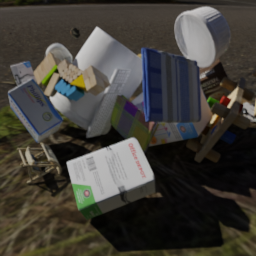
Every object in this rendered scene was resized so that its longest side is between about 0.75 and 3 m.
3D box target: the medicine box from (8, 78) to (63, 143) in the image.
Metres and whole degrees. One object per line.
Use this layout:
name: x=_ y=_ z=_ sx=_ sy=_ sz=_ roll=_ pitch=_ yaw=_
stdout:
medicine box: x=-2.780 y=-0.447 z=8.402 sx=0.829 sy=1.467 sz=1.610 roll=-37 pitch=2 yaw=-22

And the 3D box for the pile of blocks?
pile of blocks: x=-1.539 y=-1.197 z=7.769 sx=2.872 sy=1.179 sz=0.892 roll=26 pitch=-1 yaw=42

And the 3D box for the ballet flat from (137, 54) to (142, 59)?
ballet flat: x=0.338 y=-2.173 z=10.615 sx=0.444 sy=1.293 sz=0.408 roll=0 pitch=51 yaw=-11

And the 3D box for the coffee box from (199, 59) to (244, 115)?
coffee box: x=2.962 y=-1.130 z=9.440 sx=1.132 sy=1.979 sz=0.789 roll=-25 pitch=35 yaw=22

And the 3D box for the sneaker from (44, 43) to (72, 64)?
sneaker: x=-2.523 y=-2.340 z=9.618 sx=0.963 sy=1.024 sz=2.500 roll=-25 pitch=-8 yaw=-13

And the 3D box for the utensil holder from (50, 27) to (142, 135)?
utensil holder: x=-0.869 y=-1.520 z=9.209 sx=2.290 sy=2.695 sz=2.290 roll=35 pitch=13 yaw=-9

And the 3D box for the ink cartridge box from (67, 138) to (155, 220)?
ink cartridge box: x=-0.379 y=1.152 z=6.482 sx=1.739 sy=0.731 sz=1.269 roll=-20 pitch=53 yaw=-5

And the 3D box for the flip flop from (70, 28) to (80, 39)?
flip flop: x=-2.095 y=-3.697 z=10.921 sx=0.280 sy=0.394 sz=0.972 roll=-4 pitch=21 yaw=3

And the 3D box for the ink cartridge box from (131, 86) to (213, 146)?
ink cartridge box: x=1.090 y=-0.445 z=8.594 sx=2.292 sy=1.473 sz=1.435 roll=-16 pitch=18 yaw=41

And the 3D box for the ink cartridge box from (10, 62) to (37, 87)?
ink cartridge box: x=-3.641 y=-1.752 z=9.897 sx=0.356 sy=1.048 sz=0.608 roll=-1 pitch=23 yaw=34

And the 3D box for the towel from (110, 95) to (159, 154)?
towel: x=0.123 y=-0.113 z=8.050 sx=0.181 sy=1.144 sz=1.593 roll=-17 pitch=47 yaw=-44

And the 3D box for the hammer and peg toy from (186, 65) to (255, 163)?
hammer and peg toy: x=2.799 y=-0.511 z=7.905 sx=1.040 sy=2.950 sz=2.170 roll=29 pitch=45 yaw=6

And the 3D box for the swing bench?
swing bench: x=-2.470 y=0.923 z=7.818 sx=0.965 sy=0.626 sz=0.960 roll=-15 pitch=33 yaw=-25

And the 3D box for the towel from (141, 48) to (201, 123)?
towel: x=1.080 y=-0.923 z=6.591 sx=0.266 sy=1.639 sz=2.232 roll=-4 pitch=-1 yaw=43

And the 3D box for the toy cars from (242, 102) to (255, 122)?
toy cars: x=4.093 y=-0.574 z=10.588 sx=2.252 sy=0.499 sz=1.010 roll=11 pitch=43 yaw=11

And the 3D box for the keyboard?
keyboard: x=-0.587 y=-0.676 z=8.177 sx=0.657 sy=2.333 sz=0.124 roll=-5 pitch=40 yaw=-49

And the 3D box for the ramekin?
ramekin: x=2.194 y=-2.686 z=8.173 sx=0.796 sy=1.709 sz=1.709 roll=-34 pitch=40 yaw=-14
